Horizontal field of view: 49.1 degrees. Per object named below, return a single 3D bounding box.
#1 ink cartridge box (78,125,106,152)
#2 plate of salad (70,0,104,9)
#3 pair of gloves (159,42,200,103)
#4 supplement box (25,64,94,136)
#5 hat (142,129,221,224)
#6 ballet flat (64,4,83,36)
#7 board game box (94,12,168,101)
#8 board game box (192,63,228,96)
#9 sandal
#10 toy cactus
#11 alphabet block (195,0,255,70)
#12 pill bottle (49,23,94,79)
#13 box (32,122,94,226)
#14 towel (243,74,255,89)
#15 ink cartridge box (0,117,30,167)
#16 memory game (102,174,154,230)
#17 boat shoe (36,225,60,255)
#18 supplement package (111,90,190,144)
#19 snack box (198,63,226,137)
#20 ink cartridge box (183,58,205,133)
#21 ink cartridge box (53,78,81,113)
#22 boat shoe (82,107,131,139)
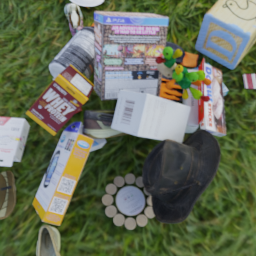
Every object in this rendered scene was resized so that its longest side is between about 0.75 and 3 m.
[{"bbox_3d":[-1.269,0.253,9.501,0.608,0.592,0.946,-19,75,-30],"label":"ink cartridge box"},{"bbox_3d":[-1.955,-6.000,12.800,1.738,0.418,1.738,5,56,-7],"label":"plate of salad"},{"bbox_3d":[1.368,-2.276,11.055,2.596,0.360,2.914,15,65,7],"label":"pair of gloves"},{"bbox_3d":[-1.978,-0.877,8.429,1.029,1.550,1.529,41,109,-15],"label":"supplement box"},{"bbox_3d":[1.136,1.128,7.923,1.176,2.916,2.916,30,65,-16],"label":"hat"},{"bbox_3d":[-2.327,-4.827,12.091,0.724,0.745,2.093,-10,64,-10],"label":"ballet flat"},{"bbox_3d":[-0.007,-2.374,9.268,2.086,2.617,1.267,-5,27,-18],"label":"board game box"},{"bbox_3d":[2.978,-1.714,10.810,1.080,0.336,1.431,-22,66,-10],"label":"board game box"},{"bbox_3d":[-3.880,2.140,8.928,0.659,0.443,1.640,-8,50,-10],"label":"sandal"},{"bbox_3d":[1.419,-1.543,8.267,1.094,2.139,1.765,-56,36,5],"label":"toy cactus"},{"bbox_3d":[4.078,-3.868,10.980,1.910,1.921,1.956,35,69,14],"label":"alphabet block"},{"bbox_3d":[-1.671,-2.839,10.737,1.430,1.430,2.692,27,66,13],"label":"pill bottle"},{"bbox_3d":[-1.900,1.206,8.301,0.589,1.690,2.840,27,80,-25],"label":"box"},{"bbox_3d":[5.002,-1.810,10.993,0.921,0.105,0.664,0,66,2],"label":"towel"},{"bbox_3d":[-4.136,0.545,9.571,1.021,0.592,1.753,5,63,2],"label":"ink cartridge box"},{"bbox_3d":[0.072,2.299,8.863,1.773,0.113,1.773,4,60,-6],"label":"memory game"},{"bbox_3d":[-2.215,3.917,7.869,0.816,0.704,2.238,-7,64,-3],"label":"boat shoe"},{"bbox_3d":[0.710,-0.307,8.343,1.192,2.033,1.188,15,93,47],"label":"supplement package"},{"bbox_3d":[2.934,-1.006,9.862,0.919,0.311,2.558,14,67,-25],"label":"snack box"},{"bbox_3d":[2.180,-1.024,9.467,0.451,1.796,2.069,2,75,4],"label":"ink cartridge box"},{"bbox_3d":[-2.158,-1.162,10.008,0.529,1.263,0.912,-25,68,-9],"label":"ink cartridge box"},{"bbox_3d":[-0.102,-0.342,9.188,2.981,0.980,1.065,-12,22,-32],"label":"boat shoe"}]
